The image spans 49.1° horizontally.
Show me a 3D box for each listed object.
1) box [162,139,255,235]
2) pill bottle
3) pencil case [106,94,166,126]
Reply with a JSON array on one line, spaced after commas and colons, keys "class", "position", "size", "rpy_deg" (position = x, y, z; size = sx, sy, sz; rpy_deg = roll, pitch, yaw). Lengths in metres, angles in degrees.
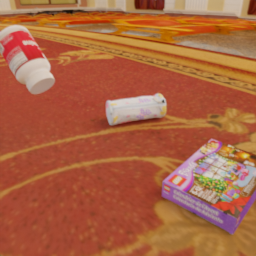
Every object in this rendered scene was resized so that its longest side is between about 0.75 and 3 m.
[{"class": "box", "position": [2.615, 1.431, 7.954], "size": [2.028, 0.579, 2.963], "rpy_deg": [21, 35, 34]}, {"class": "pill bottle", "position": [-3.272, -2.156, 9.039], "size": [1.146, 1.146, 2.041], "rpy_deg": [-27, 79, -40]}, {"class": "pencil case", "position": [0.320, -0.768, 11.562], "size": [2.502, 1.040, 1.135], "rpy_deg": [-9, 4, -15]}]
